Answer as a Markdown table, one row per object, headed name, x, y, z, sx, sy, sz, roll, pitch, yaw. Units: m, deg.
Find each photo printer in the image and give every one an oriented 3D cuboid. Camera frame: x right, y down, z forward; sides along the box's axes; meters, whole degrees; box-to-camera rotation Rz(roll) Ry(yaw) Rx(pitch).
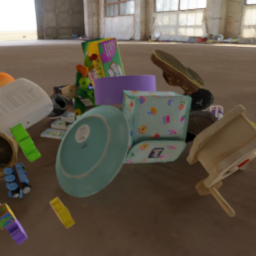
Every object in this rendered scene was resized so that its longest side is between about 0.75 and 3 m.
| name | x | y | z | sx | sy | sz | roll | pitch | yaw |
| --- | --- | --- | --- | --- | --- | --- | --- | --- | --- |
| photo printer | -3.762 | -0.741 | 9.459 | 1.758 | 0.734 | 2.113 | 39 | 57 | 19 |

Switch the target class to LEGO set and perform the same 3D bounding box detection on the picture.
| name | x | y | z | sx | sy | sz | roll | pitch | yaw |
| --- | --- | --- | --- | --- | --- | --- | --- | --- | --- |
| LEGO set | -1.376 | -0.153 | 9.858 | 2.745 | 0.674 | 2.051 | 8 | 26 | 13 |

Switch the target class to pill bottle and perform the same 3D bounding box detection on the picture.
| name | x | y | z | sx | sy | sz | roll | pitch | yaw |
| --- | --- | --- | --- | --- | --- | --- | --- | --- | --- |
| pill bottle | 2.970 | -0.341 | 9.468 | 0.418 | 0.750 | 0.418 | 10 | -21 | 4 |

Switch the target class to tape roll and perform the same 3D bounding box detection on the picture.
| name | x | y | z | sx | sy | sz | roll | pitch | yaw |
| --- | --- | --- | --- | --- | --- | --- | --- | --- | --- |
| tape roll | -0.096 | -1.143 | 8.650 | 1.891 | 0.803 | 1.891 | -2 | 6 | 0 |

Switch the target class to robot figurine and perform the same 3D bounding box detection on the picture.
| name | x | y | z | sx | sy | sz | roll | pitch | yaw |
| --- | --- | --- | --- | --- | --- | --- | --- | --- | --- |
| robot figurine | -5.496 | -1.548 | 11.980 | 1.582 | 1.952 | 2.713 | -29 | 26 | -17 |

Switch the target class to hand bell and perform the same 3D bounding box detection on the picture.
| name | x | y | z | sx | sy | sz | roll | pitch | yaw |
| --- | --- | --- | --- | --- | --- | --- | --- | --- | --- |
| hand bell | -3.315 | 0.466 | 8.057 | 1.302 | 1.302 | 2.500 | 1 | 9 | 2 |

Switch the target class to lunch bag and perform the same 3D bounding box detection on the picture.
| name | x | y | z | sx | sy | sz | roll | pitch | yaw |
| --- | --- | --- | --- | --- | --- | --- | --- | --- | --- |
| lunch bag | 0.651 | 0.044 | 7.380 | 1.653 | 1.941 | 1.183 | -1 | 15 | -23 |

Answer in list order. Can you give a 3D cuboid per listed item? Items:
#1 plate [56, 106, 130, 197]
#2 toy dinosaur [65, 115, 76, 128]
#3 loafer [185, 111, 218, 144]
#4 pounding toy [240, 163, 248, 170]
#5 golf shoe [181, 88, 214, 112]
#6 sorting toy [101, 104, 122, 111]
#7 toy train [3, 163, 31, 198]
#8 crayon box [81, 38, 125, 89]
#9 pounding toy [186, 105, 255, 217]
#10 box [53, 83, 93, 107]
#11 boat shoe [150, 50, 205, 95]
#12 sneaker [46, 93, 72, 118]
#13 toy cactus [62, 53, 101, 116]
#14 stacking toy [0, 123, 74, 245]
| name | x | y | z | sx | sy | sz | roll | pitch | yaw |
| --- | --- | --- | --- | --- | --- | --- | --- | --- | --- |
| plate | -0.970 | 0.447 | 6.553 | 2.301 | 2.301 | 0.294 | 23 | -8 | 44 |
| toy dinosaur | -1.821 | -0.046 | 9.720 | 0.623 | 0.336 | 1.414 | -14 | 34 | -27 |
| loafer | 1.424 | 0.064 | 8.390 | 2.586 | 0.944 | 0.918 | -8 | 44 | 55 |
| pounding toy | 3.090 | 0.511 | 7.685 | 1.183 | 1.179 | 2.062 | 1 | 3 | 2 |
| golf shoe | 2.044 | -0.533 | 9.217 | 1.152 | 0.948 | 2.438 | 20 | -24 | -25 |
| sorting toy | -0.369 | -0.351 | 9.806 | 1.330 | 1.197 | 0.711 | 15 | -19 | 7 |
| toy train | -2.554 | 1.209 | 6.448 | 0.492 | 0.373 | 0.861 | -10 | 45 | -31 |
| crayon box | -0.891 | -2.057 | 11.254 | 0.846 | 2.903 | 2.505 | -20 | 22 | -15 |
| pounding toy | 2.127 | 0.707 | 5.417 | 1.430 | 2.501 | 1.434 | -30 | 67 | -8 |
| box | -2.196 | -1.681 | 13.902 | 2.098 | 0.530 | 2.934 | -14 | 24 | -32 |
| boat shoe | 1.104 | -1.219 | 6.535 | 1.691 | 0.571 | 0.609 | 23 | 34 | -37 |
| sneaker | -3.186 | -0.762 | 10.480 | 2.202 | 0.831 | 1.253 | -15 | -9 | -40 |
| toy cactus | -1.676 | -1.385 | 10.433 | 1.321 | 2.583 | 2.131 | -13 | 15 | -41 |
| stacking toy | -1.860 | 1.157 | 4.046 | 1.636 | 2.170 | 0.510 | -32 | 38 | -23 |
